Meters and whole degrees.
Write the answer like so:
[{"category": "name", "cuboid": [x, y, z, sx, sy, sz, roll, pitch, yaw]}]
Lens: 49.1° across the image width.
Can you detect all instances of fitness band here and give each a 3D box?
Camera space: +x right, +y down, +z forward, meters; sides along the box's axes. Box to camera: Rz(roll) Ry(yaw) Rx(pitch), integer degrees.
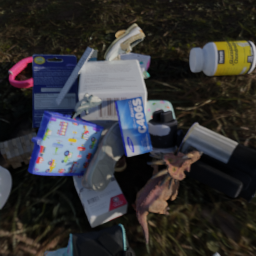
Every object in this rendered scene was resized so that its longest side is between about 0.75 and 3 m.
[{"category": "fitness band", "cuboid": [-4.554, -2.587, 12.896, 1.472, 0.384, 2.050, 17, 50, 15]}]

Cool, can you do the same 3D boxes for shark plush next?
[{"category": "shark plush", "cuboid": [-1.202, -0.533, 7.724, 1.028, 0.428, 0.467, -49, 31, -22]}]

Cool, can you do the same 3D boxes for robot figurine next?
[{"category": "robot figurine", "cuboid": [1.160, 0.212, 9.390, 1.008, 1.616, 1.214, -6, 16, -11]}]

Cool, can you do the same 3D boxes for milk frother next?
[{"category": "milk frother", "cuboid": [2.958, 0.506, 8.218, 2.461, 2.616, 2.361, 27, 8, 23]}]

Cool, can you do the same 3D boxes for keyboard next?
[{"category": "keyboard", "cuboid": [-1.877, -1.779, 9.664, 0.119, 2.232, 0.628, 30, 7, -26]}]

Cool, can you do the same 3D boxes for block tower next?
[{"category": "block tower", "cuboid": [-2.885, 0.544, 9.590, 2.632, 0.761, 0.711, -20, 58, -15]}]

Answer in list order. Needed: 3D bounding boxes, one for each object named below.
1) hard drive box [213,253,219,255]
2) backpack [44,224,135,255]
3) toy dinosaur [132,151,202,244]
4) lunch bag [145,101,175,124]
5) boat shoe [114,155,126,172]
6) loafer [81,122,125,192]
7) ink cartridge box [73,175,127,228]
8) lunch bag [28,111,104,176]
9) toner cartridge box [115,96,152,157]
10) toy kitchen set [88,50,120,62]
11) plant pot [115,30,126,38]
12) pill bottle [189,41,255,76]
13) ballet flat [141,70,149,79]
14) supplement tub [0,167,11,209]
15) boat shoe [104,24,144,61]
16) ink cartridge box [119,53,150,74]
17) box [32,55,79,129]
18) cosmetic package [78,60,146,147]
[{"category": "hard drive box", "cuboid": [1.645, 4.184, 6.142, 2.188, 0.840, 1.706, -25, 52, -22]}, {"category": "backpack", "cuboid": [-0.662, 3.470, 5.678, 1.987, 2.592, 2.279, -13, 55, -3]}, {"category": "toy dinosaur", "cuboid": [0.783, 1.676, 7.578, 1.182, 1.867, 2.755, 28, 78, 13]}, {"category": "lunch bag", "cuboid": [1.140, -0.321, 10.568, 1.298, 0.624, 1.618, 0, 47, -3]}, {"category": "boat shoe", "cuboid": [-0.929, 0.931, 9.363, 1.790, 0.644, 0.646, 15, 48, 14]}, {"category": "loafer", "cuboid": [-0.622, 0.693, 8.277, 0.782, 0.894, 2.486, -8, 45, 49]}, {"category": "ink cartridge box", "cuboid": [-0.859, 1.959, 8.365, 1.130, 0.649, 1.556, -18, 51, -18]}, {"category": "lunch bag", "cuboid": [-1.768, 0.465, 7.573, 0.977, 2.078, 1.564, 20, 93, 26]}, {"category": "toner cartridge box", "cuboid": [0.155, -0.046, 8.078, 0.768, 0.349, 1.618, -12, 93, -11]}, {"category": "toy kitchen set", "cuboid": [-1.033, -2.118, 10.971, 1.215, 1.517, 0.894, 8, 56, -10]}, {"category": "plant pot", "cuboid": [-0.133, -5.011, 15.351, 1.115, 0.153, 1.115, 1, 46, -1]}, {"category": "pill bottle", "cuboid": [4.202, -3.105, 12.630, 2.624, 1.470, 1.470, -4, 47, -3]}, {"category": "ballet flat", "cuboid": [0.628, -1.992, 10.612, 0.282, 0.761, 0.282, 0, 89, 12]}, {"category": "supplement tub", "cuboid": [-4.896, 1.534, 8.032, 2.490, 1.747, 1.747, 15, 48, 14]}, {"category": "boat shoe", "cuboid": [-0.130, -2.940, 9.990, 1.654, 0.618, 0.566, -45, 86, 1]}, {"category": "ink cartridge box", "cuboid": [-0.214, -2.383, 12.543, 1.748, 0.615, 2.929, 13, 47, 10]}, {"category": "box", "cuboid": [-2.708, -1.349, 10.493, 1.673, 0.448, 2.762, -1, 83, -10]}, {"category": "cosmetic package", "cuboid": [-0.558, -0.935, 9.850, 2.114, 2.102, 2.527, -3, 36, -3]}]
